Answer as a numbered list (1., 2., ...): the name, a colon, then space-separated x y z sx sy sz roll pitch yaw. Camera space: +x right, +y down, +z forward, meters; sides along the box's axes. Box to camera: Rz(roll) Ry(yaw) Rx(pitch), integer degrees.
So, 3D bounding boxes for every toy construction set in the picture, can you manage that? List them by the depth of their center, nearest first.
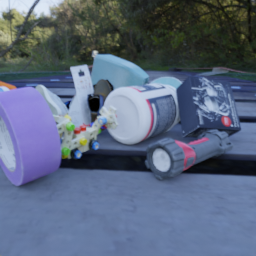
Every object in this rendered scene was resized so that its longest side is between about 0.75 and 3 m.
1. toy construction set: -1.229 0.071 7.125 2.052 1.346 0.945 -15 28 -33

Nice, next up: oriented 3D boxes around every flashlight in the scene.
1. flashlight: 1.623 0.552 7.249 2.743 0.929 0.932 -13 -13 -46

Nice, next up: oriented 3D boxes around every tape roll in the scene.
1. tape roll: -2.363 0.173 6.199 0.866 2.038 2.038 -18 23 -37

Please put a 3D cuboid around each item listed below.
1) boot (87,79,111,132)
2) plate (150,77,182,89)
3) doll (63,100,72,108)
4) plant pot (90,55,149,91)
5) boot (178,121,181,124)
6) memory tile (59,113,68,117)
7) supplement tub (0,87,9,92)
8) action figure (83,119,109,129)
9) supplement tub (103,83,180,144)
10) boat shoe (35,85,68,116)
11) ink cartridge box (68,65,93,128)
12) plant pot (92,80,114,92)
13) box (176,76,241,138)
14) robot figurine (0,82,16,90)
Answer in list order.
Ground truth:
1. boot: -0.961 -1.025 9.695 0.794 2.125 1.030 -2 -27 3
2. plate: 1.445 -1.226 11.409 1.843 1.843 0.236 8 -19 27
3. doll: -3.175 -1.287 15.082 1.135 0.403 1.663 7 22 21
4. plant pot: -0.388 -2.340 15.182 2.675 2.626 2.619 17 18 10
5. boot: 2.388 -0.477 11.974 0.832 0.419 1.113 -5 16 -19
6. memory tile: -2.334 -0.255 10.629 1.066 0.117 1.391 -15 29 2
7. supplement tub: -5.340 -0.527 9.746 2.462 1.624 1.624 -14 20 -41
8. action figure: -0.934 -0.097 8.654 0.949 0.310 0.245 -5 41 -22
9. supplement tub: 0.596 -0.569 9.548 1.815 1.815 2.587 12 18 38
10. boat shoe: -3.376 -1.058 12.447 0.841 0.824 2.361 4 35 -50
11. ink cartridge box: -1.680 -0.945 9.886 0.593 2.364 1.917 -11 13 11
12. plant pot: -1.100 -1.647 12.987 0.817 0.727 0.819 -25 39 -11
13. box: 2.564 -0.614 9.101 1.618 1.777 0.925 3 -23 -20
14. robot figurine: -5.528 -1.074 11.608 1.405 1.733 2.409 15 -6 45
